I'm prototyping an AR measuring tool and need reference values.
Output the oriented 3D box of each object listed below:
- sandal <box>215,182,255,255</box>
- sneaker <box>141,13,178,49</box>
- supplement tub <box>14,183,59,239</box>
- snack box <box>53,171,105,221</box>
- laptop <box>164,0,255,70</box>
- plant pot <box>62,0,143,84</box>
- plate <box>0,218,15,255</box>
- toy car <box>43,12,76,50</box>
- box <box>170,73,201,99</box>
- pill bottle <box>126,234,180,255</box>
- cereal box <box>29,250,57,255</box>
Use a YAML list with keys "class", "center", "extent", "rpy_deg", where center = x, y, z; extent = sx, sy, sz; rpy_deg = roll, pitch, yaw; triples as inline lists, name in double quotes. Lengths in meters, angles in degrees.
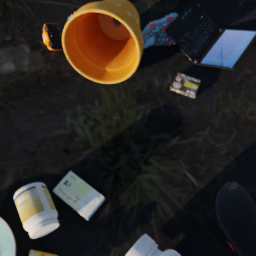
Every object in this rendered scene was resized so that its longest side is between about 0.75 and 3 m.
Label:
- class: "sandal"
  center: [3.085, 2.907, 7.532]
  extent: [1.080, 0.648, 2.875]
  rpy_deg: [-18, 77, -4]
- class: "sneaker"
  center: [1.415, -3.667, 10.905]
  extent: [2.282, 0.905, 1.090]
  rpy_deg: [-35, 68, -17]
- class: "supplement tub"
  center: [-2.483, 2.239, 7.632]
  extent: [0.912, 0.912, 1.263]
  rpy_deg: [-25, 63, -13]
- class: "snack box"
  center: [-1.442, 1.959, 8.171]
  extent: [1.334, 0.248, 0.775]
  rpy_deg: [34, 66, 17]
- class: "laptop"
  center: [3.175, -3.621, 10.533]
  extent: [2.647, 1.367, 2.346]
  rpy_deg: [44, 66, -11]
- class: "plant pot"
  center: [-0.626, -3.347, 9.952]
  extent: [2.656, 2.656, 2.431]
  rpy_deg: [13, 46, 7]
- class: "plate"
  center: [-4.162, 3.477, 7.219]
  extent: [2.607, 0.333, 2.607]
  rpy_deg: [-2, 59, 3]
- class: "toy car"
  center: [-2.591, -3.846, 11.343]
  extent: [0.727, 1.072, 2.186]
  rpy_deg: [-6, 27, 47]
- class: "box"
  center: [2.075, -1.538, 10.119]
  extent: [0.934, 0.207, 0.748]
  rpy_deg: [22, 63, 11]
- class: "pill bottle"
  center: [1.007, 3.795, 6.435]
  extent: [2.579, 1.544, 1.544]
  rpy_deg: [38, 68, 20]
- class: "cereal box"
  center: [-2.313, 3.771, 7.196]
  extent: [0.758, 0.208, 1.054]
  rpy_deg: [9, 62, 5]
